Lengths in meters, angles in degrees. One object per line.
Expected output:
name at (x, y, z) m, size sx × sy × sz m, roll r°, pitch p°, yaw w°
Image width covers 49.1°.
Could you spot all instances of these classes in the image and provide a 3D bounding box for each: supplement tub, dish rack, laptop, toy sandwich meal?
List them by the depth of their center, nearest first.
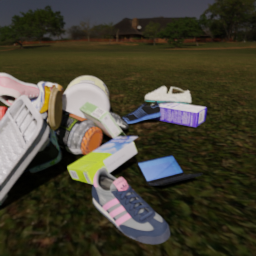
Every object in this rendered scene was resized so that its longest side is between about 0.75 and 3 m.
dish rack at (-3.215, 0.681, 7.523) m, size 0.636 × 2.920 × 2.506 m, roll 38°, pitch -1°, yaw -40°
laptop at (1.155, 1.183, 8.162) m, size 1.299 × 0.757 × 1.466 m, roll -10°, pitch -8°, yaw -20°
toy sandwich meal at (-2.419, -0.649, 8.716) m, size 0.518 × 1.513 × 1.513 m, roll 3°, pitch 20°, yaw -1°
supplement tub at (-2.106, 0.147, 10.088) m, size 2.161 × 1.324 × 1.324 m, roll 22°, pitch 27°, yaw 22°
supplement tub at (-1.936, -1.254, 13.041) m, size 2.114 × 2.114 × 2.916 m, roll -1°, pitch 20°, yaw -4°

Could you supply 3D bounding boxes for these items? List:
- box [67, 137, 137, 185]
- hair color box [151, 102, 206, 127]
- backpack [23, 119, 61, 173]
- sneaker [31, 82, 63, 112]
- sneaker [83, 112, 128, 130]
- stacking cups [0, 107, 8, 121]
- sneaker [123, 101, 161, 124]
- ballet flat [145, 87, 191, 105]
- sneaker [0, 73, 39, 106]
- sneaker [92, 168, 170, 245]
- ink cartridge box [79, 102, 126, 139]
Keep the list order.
box at (-0.691, 0.912, 8.492) m, size 2.019 × 0.481 × 1.231 m, roll -32°, pitch 17°, yaw -33°
hair color box at (2.378, -0.705, 13.534) m, size 2.391 × 0.775 × 1.307 m, roll 14°, pitch 21°, yaw 30°
backpack at (-2.904, 0.576, 8.929) m, size 1.409 × 1.131 × 1.540 m, roll -24°, pitch 43°, yaw 1°
sneaker at (-3.351, -0.646, 11.038) m, size 1.044 × 2.368 × 0.891 m, roll 18°, pitch 5°, yaw -1°
sneaker at (-1.025, -0.107, 11.703) m, size 1.928 × 1.113 × 0.723 m, roll 23°, pitch 23°, yaw -15°
stacking cups at (-5.643, -0.387, 9.859) m, size 2.729 × 0.826 × 0.826 m, roll -8°, pitch 20°, yaw 1°
sneaker at (0.536, -0.721, 13.105) m, size 1.955 × 0.762 × 0.686 m, roll -14°, pitch 9°, yaw 4°
ballet flat at (2.004, -1.649, 14.140) m, size 2.608 × 0.936 × 0.936 m, roll 2°, pitch 18°, yaw -22°
sneaker at (-4.997, -1.466, 13.150) m, size 0.968 × 1.345 × 2.573 m, roll -30°, pitch -30°, yaw 26°
sneaker at (-0.055, 1.732, 6.476) m, size 2.388 × 0.979 × 0.838 m, roll 20°, pitch 30°, yaw 40°
ink cartridge box at (-0.773, 0.030, 10.452) m, size 0.500 × 2.085 × 1.517 m, roll -46°, pitch 39°, yaw -15°
